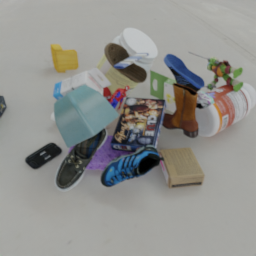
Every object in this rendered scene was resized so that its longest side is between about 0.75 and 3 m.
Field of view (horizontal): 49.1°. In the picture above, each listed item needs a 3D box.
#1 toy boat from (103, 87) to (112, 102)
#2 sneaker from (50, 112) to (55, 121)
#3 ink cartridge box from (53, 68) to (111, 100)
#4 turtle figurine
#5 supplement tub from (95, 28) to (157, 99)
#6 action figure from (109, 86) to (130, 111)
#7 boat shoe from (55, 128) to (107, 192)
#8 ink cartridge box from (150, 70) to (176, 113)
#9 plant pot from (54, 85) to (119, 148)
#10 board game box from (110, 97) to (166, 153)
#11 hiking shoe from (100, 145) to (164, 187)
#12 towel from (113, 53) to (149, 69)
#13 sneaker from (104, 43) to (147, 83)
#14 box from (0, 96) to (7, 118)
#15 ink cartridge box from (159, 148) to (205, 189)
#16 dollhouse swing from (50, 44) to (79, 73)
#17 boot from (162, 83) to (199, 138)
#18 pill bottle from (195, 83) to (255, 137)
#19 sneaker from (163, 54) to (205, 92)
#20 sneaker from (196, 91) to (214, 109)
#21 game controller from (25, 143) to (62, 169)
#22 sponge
[{"bbox_3d":[-1.619,-1.255,12.118,1.815,1.185,1.187,-5,18,9],"label":"toy boat"},{"bbox_3d":[-2.776,-0.503,12.091,0.533,0.468,1.330,28,26,13],"label":"sneaker"},{"bbox_3d":[-1.582,-1.302,9.712,1.768,1.024,0.590,-16,53,25],"label":"ink cartridge box"},{"bbox_3d":[3.571,-2.127,11.464,1.993,1.435,1.933,0,24,-32],"label":"turtle figurine"},{"bbox_3d":[-0.192,-2.809,12.640,2.058,2.838,2.058,21,47,-24],"label":"supplement tub"},{"bbox_3d":[-0.576,-1.034,11.652,1.844,0.603,0.477,-50,37,4],"label":"action figure"},{"bbox_3d":[-1.579,0.921,9.112,0.867,0.715,2.525,33,80,5],"label":"boat shoe"},{"bbox_3d":[1.732,-1.564,12.600,2.078,1.512,0.498,26,53,26],"label":"ink cartridge box"},{"bbox_3d":[-1.483,-0.483,8.950,1.455,1.482,1.451,-24,11,41],"label":"plant pot"},{"bbox_3d":[0.433,-0.148,10.330,1.591,0.406,2.348,5,51,15],"label":"board game box"},{"bbox_3d":[0.051,1.238,8.749,2.085,0.776,0.904,-32,18,-1],"label":"hiking shoe"},{"bbox_3d":[0.105,-2.324,9.704,1.123,0.134,0.825,-32,25,-18],"label":"towel"},{"bbox_3d":[-0.256,-2.377,10.648,0.878,2.325,0.819,18,79,44],"label":"sneaker"},{"bbox_3d":[-6.749,-0.336,11.727,2.274,0.736,2.884,1,38,-1],"label":"box"},{"bbox_3d":[1.790,1.347,9.622,1.191,0.543,1.446,-4,36,-7],"label":"ink cartridge box"},{"bbox_3d":[-3.613,-4.011,15.957,1.227,1.395,1.268,-17,41,-19],"label":"dollhouse swing"},{"bbox_3d":[1.717,-0.705,10.131,0.673,1.966,1.851,-33,43,-20],"label":"boot"},{"bbox_3d":[3.958,-0.879,11.686,2.967,1.664,1.664,-24,44,-29],"label":"pill bottle"},{"bbox_3d":[2.094,-2.086,11.209,1.986,0.774,0.697,38,53,-10],"label":"sneaker"},{"bbox_3d":[2.513,-0.931,9.890,0.676,0.375,0.966,-34,24,-1],"label":"sneaker"},{"bbox_3d":[-3.133,1.024,10.420,0.694,0.280,1.329,38,50,20],"label":"game controller"},{"bbox_3d":[-0.743,0.905,10.300,2.792,0.416,1.558,5,39,1],"label":"sponge"}]
